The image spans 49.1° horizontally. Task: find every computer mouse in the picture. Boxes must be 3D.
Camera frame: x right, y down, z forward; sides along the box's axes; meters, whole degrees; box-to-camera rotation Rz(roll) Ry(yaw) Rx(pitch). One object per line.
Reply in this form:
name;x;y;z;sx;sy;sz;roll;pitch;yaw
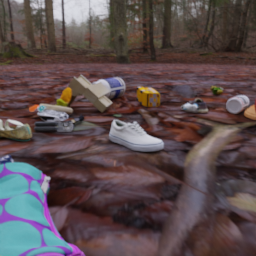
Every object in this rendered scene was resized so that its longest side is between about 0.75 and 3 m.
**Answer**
computer mouse;-2.498;-0.334;10.156;1.660;0.364;0.910;10;25;17

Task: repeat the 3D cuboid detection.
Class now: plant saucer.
plant saucer;5.646;-0.590;10.971;2.023;0.379;2.023;0;15;0

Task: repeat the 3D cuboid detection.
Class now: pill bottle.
pill bottle;-1.098;-2.031;14.715;1.075;1.075;1.858;12;20;36
pill bottle;4.683;-1.009;11.884;0.675;0.675;1.164;12;20;37

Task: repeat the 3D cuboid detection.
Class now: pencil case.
pencil case;-1.313;1.230;3.420;1.117;1.029;2.418;-29;26;-16

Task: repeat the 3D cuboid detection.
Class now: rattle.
rattle;-2.907;-1.073;10.777;1.638;1.170;1.066;11;12;-43

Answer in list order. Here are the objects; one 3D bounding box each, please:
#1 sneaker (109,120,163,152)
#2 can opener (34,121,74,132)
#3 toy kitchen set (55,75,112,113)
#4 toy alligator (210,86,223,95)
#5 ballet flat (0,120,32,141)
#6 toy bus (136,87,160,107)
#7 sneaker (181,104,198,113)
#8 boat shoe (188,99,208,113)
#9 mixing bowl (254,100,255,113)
sneaker;0.154;0.187;7.736;1.848;0.654;0.675;13;21;38
can opener;-2.419;-0.006;9.232;1.263;0.337;0.422;-1;-17;0
toy kitchen set;-1.813;-1.201;12.584;1.845;1.664;1.505;42;25;1
toy alligator;5.223;-2.139;16.402;0.548;0.397;1.653;40;26;25
ballet flat;-3.715;0.040;8.410;1.751;0.619;0.619;4;16;14
toy bus;0.921;-1.570;13.781;0.834;0.693;2.130;-2;16;-7
sneaker;2.596;-0.809;11.881;0.430;0.372;0.992;-13;11;-20
boat shoe;3.064;-1.035;12.248;0.569;0.513;1.583;-1;16;-5
mixing bowl;4.994;-0.720;9.239;2.024;2.024;1.096;-4;-9;-13
